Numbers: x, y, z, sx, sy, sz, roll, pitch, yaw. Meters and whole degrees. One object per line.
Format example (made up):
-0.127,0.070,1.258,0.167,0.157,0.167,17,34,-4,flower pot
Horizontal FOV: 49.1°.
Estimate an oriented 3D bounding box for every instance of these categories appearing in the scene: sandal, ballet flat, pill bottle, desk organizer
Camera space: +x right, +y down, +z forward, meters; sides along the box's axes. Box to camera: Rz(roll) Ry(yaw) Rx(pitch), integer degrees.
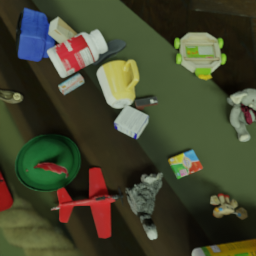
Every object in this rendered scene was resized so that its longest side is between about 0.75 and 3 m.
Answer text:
-0.828,-3.082,11.457,1.622,0.347,0.617,-32,66,-4,sandal
-4.587,-1.220,10.425,1.354,0.314,0.456,12,62,7,ballet flat
3.173,3.636,6.931,2.865,1.591,1.591,-9,62,0,pill bottle
-1.895,-2.873,10.673,2.075,1.165,1.165,-30,65,-8,pill bottle
0.664,-0.881,10.240,0.811,0.312,0.291,-10,62,-5,desk organizer

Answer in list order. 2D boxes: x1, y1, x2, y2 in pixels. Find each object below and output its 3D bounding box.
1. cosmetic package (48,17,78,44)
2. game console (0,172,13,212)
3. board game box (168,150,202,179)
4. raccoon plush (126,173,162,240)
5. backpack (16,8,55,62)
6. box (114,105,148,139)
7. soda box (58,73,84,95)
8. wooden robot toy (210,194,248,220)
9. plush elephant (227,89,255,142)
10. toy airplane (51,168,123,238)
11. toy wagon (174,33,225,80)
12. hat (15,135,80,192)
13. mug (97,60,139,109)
-2.476,-3.650,11.160,0.477,1.342,0.706,-19,56,31,cosmetic package
-5.211,1.996,8.637,2.199,1.514,2.551,-41,67,15,game console
1.869,1.192,9.186,0.893,0.180,0.683,-20,63,-11,board game box
0.749,2.225,8.337,1.227,0.886,1.832,-19,71,-18,raccoon plush
-3.727,-3.713,11.209,1.484,1.437,1.768,6,57,-29,backpack
0.115,-0.194,9.768,0.917,0.481,0.844,27,64,15,box
-2.162,-1.663,10.674,0.954,0.303,0.326,-36,66,-18,soda box
2.797,2.392,8.288,1.417,0.643,0.624,22,40,-24,wooden robot toy
4.154,-0.713,9.539,1.465,1.377,1.779,-22,64,-11,plush elephant
-1.210,2.199,8.425,2.202,0.405,2.202,4,61,-6,toy airplane
2.871,-2.830,11.214,1.905,0.486,2.456,0,62,1,toy wagon
-2.496,0.659,8.344,2.453,2.160,2.032,10,62,5,hat
-0.350,-1.523,9.924,1.332,1.664,1.366,-10,70,-6,mug
